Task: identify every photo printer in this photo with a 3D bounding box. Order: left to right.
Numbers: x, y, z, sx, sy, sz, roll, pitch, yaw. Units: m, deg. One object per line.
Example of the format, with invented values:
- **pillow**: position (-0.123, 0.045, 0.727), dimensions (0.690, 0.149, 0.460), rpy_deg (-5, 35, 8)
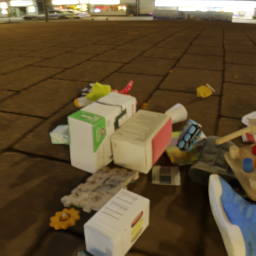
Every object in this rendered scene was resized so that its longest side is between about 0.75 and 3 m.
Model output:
- **photo printer**: position (5.519, -0.316, 12.144), dimensions (1.004, 0.348, 0.835), rpy_deg (-20, 35, -32)

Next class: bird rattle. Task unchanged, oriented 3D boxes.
- **bird rattle**: position (-1.155, -1.518, 13.341), dimensions (2.442, 1.687, 2.995), rpy_deg (-3, 20, 31)

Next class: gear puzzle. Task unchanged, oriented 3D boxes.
- **gear puzzle**: position (-0.898, 1.913, 7.650), dimensions (1.506, 0.381, 2.907), rpy_deg (2, 21, 32)

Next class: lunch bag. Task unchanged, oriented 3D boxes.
- **lunch bag**: position (-2.397, 0.264, 10.823), dimensions (0.932, 0.568, 0.794), rpy_deg (2, 26, 16)

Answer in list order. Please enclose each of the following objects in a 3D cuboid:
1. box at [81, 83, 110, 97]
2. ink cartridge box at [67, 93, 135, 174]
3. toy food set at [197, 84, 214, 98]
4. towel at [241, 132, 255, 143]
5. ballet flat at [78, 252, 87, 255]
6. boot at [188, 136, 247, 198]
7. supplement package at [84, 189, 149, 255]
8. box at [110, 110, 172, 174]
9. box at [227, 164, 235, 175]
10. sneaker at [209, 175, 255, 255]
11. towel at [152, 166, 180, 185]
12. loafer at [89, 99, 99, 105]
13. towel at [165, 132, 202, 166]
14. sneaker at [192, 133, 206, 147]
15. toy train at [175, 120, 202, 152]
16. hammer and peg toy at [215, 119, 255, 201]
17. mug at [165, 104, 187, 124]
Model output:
- **box**: position (-1.784, -2.079, 15.529), dimensions (1.170, 0.323, 1.461), rpy_deg (8, 29, 15)
- **ink cartridge box**: position (-0.802, 0.078, 9.733), dimensions (1.077, 1.902, 2.594), rpy_deg (16, 32, 26)
- **toy food set**: position (4.128, -1.902, 15.222), dimensions (1.199, 0.392, 0.706), rpy_deg (-26, 62, -37)
- **towel**: position (5.124, 0.364, 11.105), dimensions (1.173, 0.133, 0.845), rpy_deg (3, 30, 9)
- **ballet flat**: position (-0.709, 2.996, 5.900), dimensions (1.056, 0.358, 0.398), rpy_deg (16, 48, 24)
- **boot**: position (3.048, 1.141, 8.890), dimensions (1.912, 0.763, 2.103), rpy_deg (25, 32, 23)
- **supplement package**: position (-0.220, 2.289, 6.631), dimensions (0.822, 0.854, 1.501), rpy_deg (16, 33, 30)
- **box**: position (0.512, 0.400, 9.647), dimensions (1.318, 1.123, 2.061), rpy_deg (13, 37, 29)
- **box**: position (4.825, 1.456, 8.365), dimensions (2.214, 0.716, 2.808), rpy_deg (-14, 31, -27)
- **sneaker**: position (2.870, 2.066, 6.961), dimensions (1.314, 0.907, 2.363), rpy_deg (-6, 32, 2)
- **towel**: position (1.193, 1.511, 8.864), dimensions (0.887, 0.159, 0.921), rpy_deg (1, 26, 8)
- **loafer**: position (-1.275, -0.579, 11.003), dimensions (1.051, 0.919, 2.924), rpy_deg (-10, 33, 36)
- **towel**: position (2.001, 0.721, 10.303), dimensions (1.496, 0.237, 2.083), rpy_deg (-6, 28, -12)
- **sneaker**: position (2.565, 0.477, 10.206), dimensions (0.569, 0.990, 0.372), rpy_deg (-34, 48, 16)
- **toy train**: position (2.082, 0.296, 9.677), dimensions (0.499, 1.150, 0.657), rpy_deg (26, 19, -22)
- **hammer and peg toy**: position (3.685, 0.855, 8.006), dimensions (1.755, 0.841, 2.386), rpy_deg (-19, 37, 4)
- **mug**: position (2.006, -0.504, 12.328), dimensions (0.787, 0.959, 0.768), rpy_deg (-25, 68, -24)
